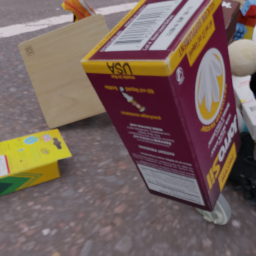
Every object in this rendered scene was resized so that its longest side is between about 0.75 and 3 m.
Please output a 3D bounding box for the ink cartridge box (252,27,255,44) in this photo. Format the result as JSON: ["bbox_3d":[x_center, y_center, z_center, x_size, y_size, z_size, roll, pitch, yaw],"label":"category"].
[{"bbox_3d":[5.560,-3.092,9.251,2.654,0.668,1.446,-1,49,31],"label":"ink cartridge box"}]

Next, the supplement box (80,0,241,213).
[{"bbox_3d":[0.677,-0.225,3.811,1.112,2.595,1.432,10,52,36],"label":"supplement box"}]

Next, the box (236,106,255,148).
[{"bbox_3d":[3.862,-0.338,9.634,2.035,0.265,2.490,-21,39,-28],"label":"box"}]

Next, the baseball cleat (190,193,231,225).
[{"bbox_3d":[1.726,1.118,6.811,1.409,0.923,2.648,-17,38,-24],"label":"baseball cleat"}]

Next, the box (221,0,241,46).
[{"bbox_3d":[1.265,-1.586,5.451,1.216,1.480,1.228,26,71,23],"label":"box"}]

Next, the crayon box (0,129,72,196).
[{"bbox_3d":[-2.815,0.892,7.430,2.388,0.606,1.516,-15,36,-21],"label":"crayon box"}]

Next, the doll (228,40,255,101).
[{"bbox_3d":[2.696,-0.440,4.382,2.840,0.688,1.938,29,1,-5],"label":"doll"}]

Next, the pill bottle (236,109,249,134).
[{"bbox_3d":[3.833,-0.140,8.364,1.471,0.815,0.815,2,33,4],"label":"pill bottle"}]

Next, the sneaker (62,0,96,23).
[{"bbox_3d":[-1.429,-3.672,9.436,0.782,2.026,0.739,-41,52,13],"label":"sneaker"}]

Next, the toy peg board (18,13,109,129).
[{"bbox_3d":[-1.614,-1.802,9.339,2.844,2.832,1.391,-17,9,9],"label":"toy peg board"}]

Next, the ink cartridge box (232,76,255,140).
[{"bbox_3d":[3.179,-0.698,6.736,1.026,0.605,1.783,-17,50,11],"label":"ink cartridge box"}]

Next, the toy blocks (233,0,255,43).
[{"bbox_3d":[3.281,-3.133,8.746,1.436,2.874,1.965,11,48,-12],"label":"toy blocks"}]

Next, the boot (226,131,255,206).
[{"bbox_3d":[3.277,1.037,7.059,1.809,0.817,2.207,31,40,31],"label":"boot"}]
